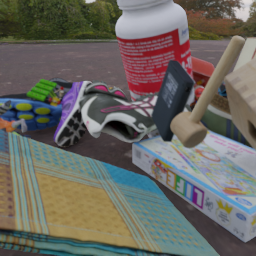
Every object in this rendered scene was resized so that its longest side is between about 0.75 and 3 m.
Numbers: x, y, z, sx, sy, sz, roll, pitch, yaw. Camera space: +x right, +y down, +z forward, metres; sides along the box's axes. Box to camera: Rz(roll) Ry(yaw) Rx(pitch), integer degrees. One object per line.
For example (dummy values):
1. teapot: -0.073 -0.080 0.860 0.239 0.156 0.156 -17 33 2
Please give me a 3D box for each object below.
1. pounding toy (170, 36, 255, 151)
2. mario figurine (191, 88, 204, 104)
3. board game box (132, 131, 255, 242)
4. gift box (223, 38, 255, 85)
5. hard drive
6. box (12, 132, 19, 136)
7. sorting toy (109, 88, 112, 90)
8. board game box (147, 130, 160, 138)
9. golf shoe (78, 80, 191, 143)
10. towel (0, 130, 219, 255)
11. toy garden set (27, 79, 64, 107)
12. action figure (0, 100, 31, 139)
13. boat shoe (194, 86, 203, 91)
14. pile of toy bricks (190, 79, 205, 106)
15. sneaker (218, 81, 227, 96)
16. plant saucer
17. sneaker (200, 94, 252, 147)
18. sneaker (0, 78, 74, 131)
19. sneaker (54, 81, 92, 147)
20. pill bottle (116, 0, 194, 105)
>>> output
1. pounding toy: 1.984 -0.262 3.941 2.612 2.295 1.195 -33 57 8
2. mario figurine: 2.182 -0.788 8.399 0.583 0.944 0.500 -43 54 -15
3. board game box: 1.586 0.743 5.169 1.839 0.468 2.735 -13 25 -30
4. gift box: 4.529 -1.736 9.250 2.169 2.026 2.002 14 14 -17
5. hard drive: 0.716 -0.452 4.782 0.191 1.161 0.810 4 36 -18
6. box: -2.968 0.772 4.651 2.953 0.537 2.132 -8 21 -40
7. sorting toy: -0.096 -0.681 8.432 0.805 0.800 2.322 -14 25 -32
8. board game box: 0.951 0.184 6.710 0.906 0.157 0.572 -9 53 -22
9. golf shoe: 0.248 -0.147 5.853 2.574 0.994 1.134 5 49 -23
10. towel: -0.476 0.835 3.404 2.858 0.310 2.096 22 10 -28
11. toy garden set: -1.965 -0.845 6.966 0.767 0.184 0.920 18 33 -2
12. action figure: -2.828 -0.095 6.282 1.502 0.812 1.553 -7 -9 44
13. boat shoe: 2.550 -1.751 11.273 1.161 0.418 0.398 18 52 -7
14. pile of toy bricks: 2.072 -1.034 9.147 0.664 0.747 1.346 -29 -2 -11
15. sneaker: 4.314 -1.406 10.852 1.620 0.593 0.664 4 41 19
16. plant saucer: 1.585 -2.064 9.220 2.563 0.470 2.559 22 6 6
17. sneaker: 2.479 0.033 6.577 2.001 0.898 0.671 32 47 1
18. sneaker: -2.161 -0.719 7.676 2.829 1.003 1.172 -14 52 -34
19. sneaker: -1.366 -0.352 6.848 0.737 0.712 1.767 6 62 29
20. pill bottle: 0.630 -1.855 6.623 1.625 2.895 1.625 -10 33 7
